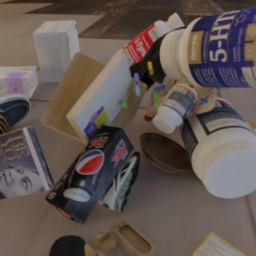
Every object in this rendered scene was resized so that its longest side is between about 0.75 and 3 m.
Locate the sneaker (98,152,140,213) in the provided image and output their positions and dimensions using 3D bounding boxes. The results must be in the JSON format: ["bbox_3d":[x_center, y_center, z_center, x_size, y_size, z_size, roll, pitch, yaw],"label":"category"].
[{"bbox_3d":[-0.214,1.112,6.526,0.762,0.638,1.721,12,39,16],"label":"sneaker"}]

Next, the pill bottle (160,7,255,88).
[{"bbox_3d":[2.060,-1.663,6.102,1.576,1.576,2.634,-29,25,-36],"label":"pill bottle"}]

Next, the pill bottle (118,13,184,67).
[{"bbox_3d":[1.033,-3.126,10.971,2.730,1.532,1.532,-33,28,19],"label":"pill bottle"}]

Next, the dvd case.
[{"bbox_3d":[-2.316,0.748,5.373,1.660,1.234,0.133,-15,9,17],"label":"dvd case"}]

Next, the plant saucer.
[{"bbox_3d":[0.947,0.679,7.176,1.571,0.287,1.571,22,24,-10],"label":"plant saucer"}]

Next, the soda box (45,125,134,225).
[{"bbox_3d":[-0.749,0.922,5.973,0.659,0.736,2.080,9,52,39],"label":"soda box"}]

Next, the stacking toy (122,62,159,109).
[{"bbox_3d":[0.234,-1.061,6.964,0.894,0.279,1.186,-11,61,8],"label":"stacking toy"}]

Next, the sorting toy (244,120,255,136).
[{"bbox_3d":[3.474,-0.033,8.577,1.095,0.585,0.986,18,18,25],"label":"sorting toy"}]

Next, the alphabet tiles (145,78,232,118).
[{"bbox_3d":[1.716,-1.123,7.656,2.707,0.198,2.648,-18,35,36],"label":"alphabet tiles"}]

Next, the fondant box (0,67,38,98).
[{"bbox_3d":[-4.419,-1.688,10.206,1.892,0.764,2.623,-4,22,-11],"label":"fondant box"}]

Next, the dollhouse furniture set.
[{"bbox_3d":[-0.104,2.037,4.850,1.209,0.985,1.150,-27,42,-35],"label":"dollhouse furniture set"}]

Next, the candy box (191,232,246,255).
[{"bbox_3d":[1.922,2.584,4.703,1.749,0.231,0.894,29,40,36],"label":"candy box"}]

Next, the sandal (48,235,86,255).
[{"bbox_3d":[-1.060,2.626,4.343,0.869,0.553,2.311,-4,33,-7],"label":"sandal"}]

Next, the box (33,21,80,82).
[{"bbox_3d":[-2.944,-3.312,12.017,1.371,2.097,2.086,-2,33,2],"label":"box"}]

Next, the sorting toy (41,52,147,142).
[{"bbox_3d":[-0.886,-0.583,7.611,2.132,0.746,2.145,25,74,-6],"label":"sorting toy"}]

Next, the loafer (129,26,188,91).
[{"bbox_3d":[0.819,-1.728,8.125,0.966,2.844,0.998,5,56,-49],"label":"loafer"}]

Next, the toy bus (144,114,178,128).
[{"bbox_3d":[1.226,-0.498,8.624,1.387,0.717,1.309,23,20,27],"label":"toy bus"}]

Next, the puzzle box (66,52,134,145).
[{"bbox_3d":[-0.560,-0.622,6.522,0.251,1.313,1.974,25,67,23],"label":"puzzle box"}]

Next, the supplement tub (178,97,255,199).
[{"bbox_3d":[2.205,0.391,6.799,1.589,1.589,2.265,-2,33,-3],"label":"supplement tub"}]

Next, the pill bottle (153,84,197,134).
[{"bbox_3d":[1.082,-0.442,6.524,0.647,0.647,1.112,24,66,32],"label":"pill bottle"}]

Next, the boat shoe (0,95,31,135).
[{"bbox_3d":[-3.772,0.058,7.978,1.283,1.000,2.826,26,48,33],"label":"boat shoe"}]
